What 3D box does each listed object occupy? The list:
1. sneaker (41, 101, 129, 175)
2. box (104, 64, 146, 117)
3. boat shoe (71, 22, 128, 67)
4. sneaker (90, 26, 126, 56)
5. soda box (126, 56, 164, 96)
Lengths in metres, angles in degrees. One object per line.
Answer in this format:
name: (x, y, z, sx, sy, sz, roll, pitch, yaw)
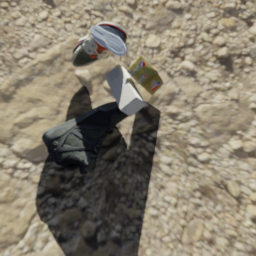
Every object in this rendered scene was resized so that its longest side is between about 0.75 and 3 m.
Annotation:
sneaker: (-0.903, 0.324, 8.156, 2.859, 1.093, 1.638, -27, 75, -8)
box: (-0.104, -1.056, 7.749, 0.601, 0.500, 1.462, -37, 52, 18)
boat shoe: (-0.924, -2.334, 8.157, 0.910, 2.558, 0.800, 35, 72, -31)
sneaker: (-0.476, -2.175, 7.107, 1.126, 0.399, 0.411, 42, 87, 13)
soda box: (0.555, -1.470, 8.211, 0.588, 1.836, 0.622, -46, 79, 9)
